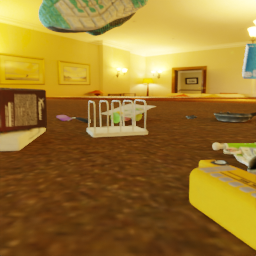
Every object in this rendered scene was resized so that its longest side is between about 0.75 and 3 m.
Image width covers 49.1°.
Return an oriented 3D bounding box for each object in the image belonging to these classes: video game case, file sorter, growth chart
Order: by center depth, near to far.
[{"bbox_3d":[2.529,0.527,4.306,1.622,0.199,2.241,-2,10,-8],"label":"growth chart"},{"bbox_3d":[-3.631,0.146,6.559,2.838,0.325,2.583,-1,8,-5],"label":"video game case"},{"bbox_3d":[-0.330,-0.302,7.677,1.481,0.922,1.028,-3,8,-17],"label":"file sorter"}]

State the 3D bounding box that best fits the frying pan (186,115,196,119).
[{"bbox_3d":[2.646,-0.471,11.831,0.439,0.118,0.726,1,6,1],"label":"frying pan"}]

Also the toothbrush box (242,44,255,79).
[{"bbox_3d":[4.153,-1.964,8.299,1.317,0.964,0.562,5,29,17],"label":"toothbrush box"}]

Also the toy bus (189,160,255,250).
[{"bbox_3d":[0.991,0.648,2.581,0.514,0.427,1.313,-4,9,-19],"label":"toy bus"}]

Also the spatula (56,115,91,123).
[{"bbox_3d":[-2.046,-0.338,10.634,1.761,0.181,0.498,7,12,38],"label":"spatula"}]

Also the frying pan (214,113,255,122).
[{"bbox_3d":[4.303,-0.461,10.901,2.231,0.363,1.350,-4,9,-37],"label":"frying pan"}]

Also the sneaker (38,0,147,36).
[{"bbox_3d":[-0.789,-2.507,6.363,2.792,1.083,1.273,-29,-3,-38],"label":"sneaker"}]

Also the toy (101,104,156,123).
[{"bbox_3d":[0.061,-0.509,10.683,1.255,0.514,2.179,8,14,28],"label":"toy"}]

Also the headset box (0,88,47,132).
[{"bbox_3d":[-3.327,-0.425,6.110,1.822,0.946,2.449,8,11,44],"label":"headset box"}]

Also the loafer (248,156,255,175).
[{"bbox_3d":[1.646,0.503,3.321,0.424,0.423,1.213,-16,1,25],"label":"loafer"}]
